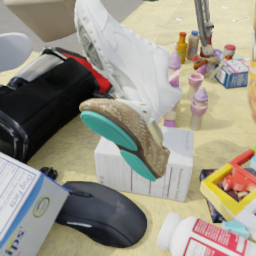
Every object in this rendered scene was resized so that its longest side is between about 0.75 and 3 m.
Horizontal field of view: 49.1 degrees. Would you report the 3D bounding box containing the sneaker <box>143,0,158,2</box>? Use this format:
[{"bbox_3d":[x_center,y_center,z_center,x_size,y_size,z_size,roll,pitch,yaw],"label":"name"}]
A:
[{"bbox_3d":[0.318,-4.673,8.324,0.967,0.885,2.269,-5,73,-49],"label":"sneaker"}]

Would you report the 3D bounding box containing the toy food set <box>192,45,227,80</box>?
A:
[{"bbox_3d":[2.909,-2.569,10.672,0.298,1.204,1.895,26,19,-26],"label":"toy food set"}]

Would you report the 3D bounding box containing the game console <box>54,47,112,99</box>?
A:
[{"bbox_3d":[-1.439,-1.776,10.215,2.896,1.719,2.496,22,75,26],"label":"game console"}]

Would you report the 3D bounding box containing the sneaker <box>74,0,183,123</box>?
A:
[{"bbox_3d":[0.059,-1.271,5.003,1.258,2.533,0.987,-38,16,-14],"label":"sneaker"}]

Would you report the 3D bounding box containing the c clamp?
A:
[{"bbox_3d":[1.812,-2.977,6.636,0.263,1.938,1.656,-2,28,25],"label":"c clamp"}]

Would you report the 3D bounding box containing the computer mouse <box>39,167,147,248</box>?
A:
[{"bbox_3d":[-1.226,1.722,5.488,2.945,0.678,2.068,18,41,22],"label":"computer mouse"}]

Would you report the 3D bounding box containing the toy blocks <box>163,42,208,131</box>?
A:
[{"bbox_3d":[1.185,-1.263,8.278,2.224,1.872,2.078,4,39,5],"label":"toy blocks"}]

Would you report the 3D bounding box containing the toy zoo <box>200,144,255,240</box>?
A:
[{"bbox_3d":[2.862,1.304,5.787,2.877,0.294,1.887,-24,45,-29],"label":"toy zoo"}]

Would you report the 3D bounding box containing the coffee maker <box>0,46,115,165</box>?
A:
[{"bbox_3d":[-2.174,-0.535,7.283,2.848,1.997,2.965,17,42,20],"label":"coffee maker"}]

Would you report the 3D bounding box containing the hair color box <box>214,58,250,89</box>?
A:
[{"bbox_3d":[4.365,-2.054,10.266,2.108,0.638,1.054,-8,39,-10],"label":"hair color box"}]

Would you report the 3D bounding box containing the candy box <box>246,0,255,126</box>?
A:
[{"bbox_3d":[3.121,-1.396,5.896,0.781,2.825,1.631,-3,33,12],"label":"candy box"}]

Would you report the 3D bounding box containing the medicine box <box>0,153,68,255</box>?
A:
[{"bbox_3d":[-2.611,1.451,4.808,2.290,1.179,2.086,20,70,22],"label":"medicine box"}]

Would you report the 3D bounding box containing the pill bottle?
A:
[{"bbox_3d":[1.336,2.100,4.856,1.557,0.874,0.874,20,43,23],"label":"pill bottle"}]

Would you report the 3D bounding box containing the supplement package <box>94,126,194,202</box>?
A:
[{"bbox_3d":[0.393,0.709,6.354,2.016,1.183,1.179,7,39,9],"label":"supplement package"}]

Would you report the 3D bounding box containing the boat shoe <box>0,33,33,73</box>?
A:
[{"bbox_3d":[-3.176,-1.618,6.585,2.258,0.775,0.639,-24,33,16],"label":"boat shoe"}]

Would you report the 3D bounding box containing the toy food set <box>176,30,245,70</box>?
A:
[{"bbox_3d":[3.320,-3.221,11.256,2.718,1.223,1.298,11,40,13],"label":"toy food set"}]

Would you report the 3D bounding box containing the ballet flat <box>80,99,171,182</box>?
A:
[{"bbox_3d":[0.067,0.049,3.321,0.664,1.883,0.615,20,71,29],"label":"ballet flat"}]

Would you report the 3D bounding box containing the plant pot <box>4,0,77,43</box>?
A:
[{"bbox_3d":[-1.947,-3.577,7.718,1.545,1.745,1.743,9,74,27],"label":"plant pot"}]

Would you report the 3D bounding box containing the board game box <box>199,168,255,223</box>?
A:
[{"bbox_3d":[2.625,1.437,6.127,1.839,0.318,1.246,-1,38,-2],"label":"board game box"}]
